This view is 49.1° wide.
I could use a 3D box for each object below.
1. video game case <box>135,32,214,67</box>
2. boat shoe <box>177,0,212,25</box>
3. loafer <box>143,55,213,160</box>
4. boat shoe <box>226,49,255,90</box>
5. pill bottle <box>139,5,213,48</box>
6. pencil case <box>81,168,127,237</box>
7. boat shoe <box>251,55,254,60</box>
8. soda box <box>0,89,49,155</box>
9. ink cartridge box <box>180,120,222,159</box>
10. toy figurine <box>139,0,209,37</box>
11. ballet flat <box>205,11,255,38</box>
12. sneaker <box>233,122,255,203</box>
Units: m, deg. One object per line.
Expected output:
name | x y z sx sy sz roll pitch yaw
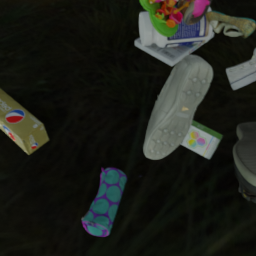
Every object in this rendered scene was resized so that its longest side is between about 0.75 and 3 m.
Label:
video game case | 1.949 -3.720 11.711 2.018 0.254 2.818 37 60 27
boat shoe | 2.278 -4.403 8.388 0.982 2.594 0.931 -14 60 -44
loafer | 0.828 -0.336 5.183 0.727 2.079 0.726 16 26 -23
boat shoe | 3.590 -1.787 7.327 0.872 2.371 0.775 -24 87 -42
pill bottle | 1.765 -3.884 10.723 2.574 1.489 1.489 -7 51 -6
pencil case | -0.577 1.800 6.955 0.737 0.678 1.594 17 52 6
boat shoe | 5.790 -2.932 10.663 2.783 0.991 0.871 -26 58 -26
soda box | -3.537 -0.275 8.543 2.414 0.818 0.773 34 59 25
ink cartridge box | 1.282 0.164 5.403 0.904 0.469 0.268 30 31 18
toy figurine | 1.468 -3.691 8.101 1.652 1.794 1.347 -6 58 51
ballet flat | 2.864 -3.012 8.227 0.600 0.600 1.698 -34 46 -25
sneaker | 2.361 0.858 4.749 1.024 1.454 2.738 -2 12 23
